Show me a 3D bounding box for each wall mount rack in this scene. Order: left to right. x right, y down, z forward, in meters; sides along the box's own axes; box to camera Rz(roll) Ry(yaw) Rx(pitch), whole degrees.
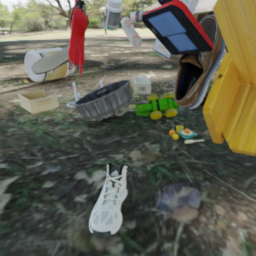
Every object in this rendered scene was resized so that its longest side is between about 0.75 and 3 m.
[{"bbox_3d":[-1.674,-1.500,12.565,2.230,0.832,1.938,-5,23,-15],"label":"wall mount rack"}]

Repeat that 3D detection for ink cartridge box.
[{"bbox_3d":[1.859,-4.089,11.307,0.442,2.384,1.129,2,30,-41],"label":"ink cartridge box"}]

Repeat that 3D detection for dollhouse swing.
[{"bbox_3d":[2.086,-0.819,4.062,2.163,1.965,1.901,9,-23,48],"label":"dollhouse swing"}]

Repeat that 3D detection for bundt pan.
[{"bbox_3d":[-0.844,-0.978,10.618,2.337,0.877,2.337,-20,18,7],"label":"bundt pan"}]

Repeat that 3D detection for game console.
[{"bbox_3d":[1.092,-2.234,6.517,0.245,1.396,1.579,-50,27,-10],"label":"game console"}]

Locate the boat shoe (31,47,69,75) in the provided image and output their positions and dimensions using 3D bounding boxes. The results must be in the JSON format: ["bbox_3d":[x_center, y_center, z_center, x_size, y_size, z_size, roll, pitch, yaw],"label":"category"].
[{"bbox_3d":[-2.568,-2.221,9.800,1.694,0.531,0.615,-36,70,-25],"label":"boat shoe"}]

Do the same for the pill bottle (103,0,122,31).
[{"bbox_3d":[-0.644,-4.701,11.582,0.676,1.196,0.676,9,44,-9],"label":"pill bottle"}]

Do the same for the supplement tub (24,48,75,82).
[{"bbox_3d":[-4.655,-3.845,16.907,1.852,1.852,2.564,19,29,38],"label":"supplement tub"}]

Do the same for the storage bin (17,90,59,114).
[{"bbox_3d":[-3.849,-1.163,12.039,1.284,0.606,1.294,-18,28,-36],"label":"storage bin"}]

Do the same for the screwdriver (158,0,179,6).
[{"bbox_3d":[1.474,-3.486,7.019,0.341,0.356,2.445,27,49,26],"label":"screwdriver"}]

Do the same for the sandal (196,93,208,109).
[{"bbox_3d":[3.522,-1.336,12.444,2.548,0.610,0.958,-9,24,-21],"label":"sandal"}]

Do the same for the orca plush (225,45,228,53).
[{"bbox_3d":[3.589,-2.985,9.896,1.001,1.481,2.816,-21,51,-13],"label":"orca plush"}]

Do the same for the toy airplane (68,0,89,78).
[{"bbox_3d":[-1.329,-2.381,7.473,0.464,2.524,2.524,5,21,-11],"label":"toy airplane"}]

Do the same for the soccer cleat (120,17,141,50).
[{"bbox_3d":[0.111,-3.356,10.013,0.414,1.194,0.463,-33,18,-19],"label":"soccer cleat"}]

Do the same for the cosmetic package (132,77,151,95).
[{"bbox_3d":[0.686,-2.250,14.705,0.858,0.580,1.631,0,22,-1],"label":"cosmetic package"}]

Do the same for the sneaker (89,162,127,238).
[{"bbox_3d":[-0.395,1.273,5.585,0.654,0.998,1.734,3,23,8],"label":"sneaker"}]

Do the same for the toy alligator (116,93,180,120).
[{"bbox_3d":[0.919,-0.715,10.897,2.882,0.855,0.782,-9,-21,3],"label":"toy alligator"}]

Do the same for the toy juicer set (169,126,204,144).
[{"bbox_3d":[1.815,0.210,9.092,0.716,0.306,1.126,-15,27,-32],"label":"toy juicer set"}]

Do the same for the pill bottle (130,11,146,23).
[{"bbox_3d":[0.510,-4.554,11.500,0.791,0.450,0.450,8,24,26],"label":"pill bottle"}]

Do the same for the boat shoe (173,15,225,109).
[{"bbox_3d":[1.876,-1.770,7.445,0.936,2.591,0.938,18,10,32],"label":"boat shoe"}]
